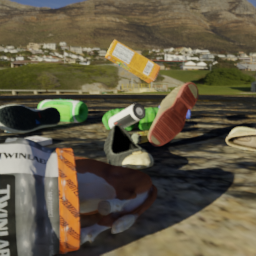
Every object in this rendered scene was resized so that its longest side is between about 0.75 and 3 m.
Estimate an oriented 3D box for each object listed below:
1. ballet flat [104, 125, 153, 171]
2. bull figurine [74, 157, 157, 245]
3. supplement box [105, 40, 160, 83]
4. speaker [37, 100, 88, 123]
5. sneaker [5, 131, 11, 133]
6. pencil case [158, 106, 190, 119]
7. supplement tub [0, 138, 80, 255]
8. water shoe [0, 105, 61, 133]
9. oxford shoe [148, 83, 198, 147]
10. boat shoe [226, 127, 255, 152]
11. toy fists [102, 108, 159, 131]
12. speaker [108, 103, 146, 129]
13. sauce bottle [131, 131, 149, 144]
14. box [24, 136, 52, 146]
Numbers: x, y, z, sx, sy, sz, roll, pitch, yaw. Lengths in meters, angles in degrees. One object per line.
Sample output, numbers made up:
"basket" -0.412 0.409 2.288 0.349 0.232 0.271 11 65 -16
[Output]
"ballet flat" -0.110 0.442 6.251 0.831 0.710 2.500 -3 9 -17
"bull figurine" -0.808 0.827 3.821 2.328 0.758 1.414 1 13 19
"supplement box" 0.139 -2.004 8.561 1.628 0.560 0.542 29 -7 -13
"speaker" -3.061 -0.787 13.054 2.300 1.017 1.017 4 10 24
"sneaker" -4.214 0.055 10.306 0.371 0.323 0.825 19 11 -4
"pencil case" 2.290 -0.781 13.914 1.702 0.739 0.664 -1 45 -2
"supplement tub" -1.528 0.749 2.549 2.080 1.274 1.274 -4 10 -16
"water shoe" -3.842 -0.234 10.477 1.123 1.018 2.846 -16 -8 34
"oxford shoe" 1.183 -0.359 8.015 2.180 0.768 0.815 -50 23 -20
"boat shoe" 3.478 0.363 7.115 1.898 0.685 0.617 7 24 39
"toy fists" 0.284 -0.335 10.790 2.551 0.877 1.300 -1 2 0
"speaker" -0.055 -0.309 8.863 0.538 0.538 1.324 -8 -12 -40
"sauce bottle" 0.529 0.266 8.598 0.338 0.338 1.045 7 10 37
"box" -2.832 0.430 8.054 0.737 0.186 1.022 7 10 36
